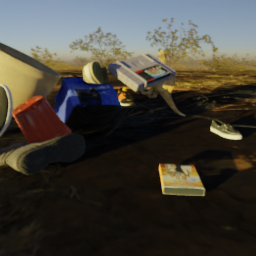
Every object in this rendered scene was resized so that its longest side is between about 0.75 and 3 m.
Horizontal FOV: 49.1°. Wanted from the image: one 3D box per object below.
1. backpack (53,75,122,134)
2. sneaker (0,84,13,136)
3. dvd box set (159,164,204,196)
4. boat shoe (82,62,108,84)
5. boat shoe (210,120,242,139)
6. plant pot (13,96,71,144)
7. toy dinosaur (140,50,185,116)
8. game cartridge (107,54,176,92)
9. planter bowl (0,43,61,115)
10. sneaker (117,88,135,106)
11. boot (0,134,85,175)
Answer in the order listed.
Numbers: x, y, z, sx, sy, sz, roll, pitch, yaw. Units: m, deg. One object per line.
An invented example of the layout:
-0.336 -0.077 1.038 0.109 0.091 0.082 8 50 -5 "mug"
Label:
-1.295 -0.840 9.347 2.006 1.683 1.630 -3 -27 -35 "backpack"
-3.217 -0.045 5.929 0.710 2.007 0.996 30 6 15 "sneaker"
1.060 1.039 5.758 0.785 0.158 1.073 2 17 2 "dvd box set"
-1.061 -1.585 8.394 0.600 0.655 1.753 -7 3 8 "boat shoe"
3.186 0.045 9.220 0.471 0.389 1.373 -5 16 -20 "boat shoe"
-2.335 -0.119 7.426 1.218 1.185 1.218 -16 33 11 "plant pot"
1.358 -1.712 11.822 1.507 2.980 0.867 -12 8 31 "toy dinosaur"
0.491 -1.798 8.810 1.295 0.383 1.997 36 41 26 "game cartridge"
-3.392 -1.357 8.128 2.369 1.594 2.369 28 10 -5 "planter bowl"
-0.157 -1.661 14.700 0.671 0.863 1.918 -5 16 -19 "sneaker"
-2.175 0.524 6.956 1.349 0.715 2.050 5 10 37 "boot"
